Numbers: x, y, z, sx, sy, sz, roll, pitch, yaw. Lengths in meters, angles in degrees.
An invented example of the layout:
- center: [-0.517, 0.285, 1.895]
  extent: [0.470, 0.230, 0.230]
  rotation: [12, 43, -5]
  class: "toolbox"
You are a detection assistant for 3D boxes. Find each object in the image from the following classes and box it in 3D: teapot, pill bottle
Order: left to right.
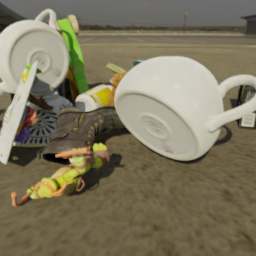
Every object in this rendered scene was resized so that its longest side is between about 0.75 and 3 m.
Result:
- center: [-2.960, -2.155, 8.327]
  extent: [2.270, 2.240, 1.658]
  rotation: [-26, 37, -32]
  class: "teapot"
- center: [-3.273, -1.255, 10.690]
  extent: [2.137, 1.195, 1.195]
  rotation: [-5, 21, -8]
  class: "pill bottle"
- center: [-1.066, -0.988, 9.987]
  extent: [0.882, 0.882, 1.614]
  rotation: [12, 30, 28]
  class: "pill bottle"
- center: [1.096, -0.636, 6.112]
  extent: [2.537, 2.504, 1.853]
  rotation: [37, 66, 6]
  class: "teapot"

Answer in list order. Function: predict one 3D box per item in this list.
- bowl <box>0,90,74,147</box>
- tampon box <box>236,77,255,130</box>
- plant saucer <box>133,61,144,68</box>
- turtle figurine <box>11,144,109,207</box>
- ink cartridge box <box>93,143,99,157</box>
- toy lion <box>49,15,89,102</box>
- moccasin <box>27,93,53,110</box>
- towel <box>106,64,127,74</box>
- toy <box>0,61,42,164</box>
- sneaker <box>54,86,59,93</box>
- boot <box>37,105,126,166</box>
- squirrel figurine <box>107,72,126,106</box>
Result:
- center: [-2.714, -0.490, 8.732]
  extent: [2.608, 1.224, 2.608]
  rotation: [-1, 21, 0]
  class: "bowl"
- center: [4.368, -0.874, 9.440]
  extent: [1.174, 1.394, 1.860]
  rotation: [6, 21, 14]
  class: "tampon box"
- center: [0.935, -2.123, 11.016]
  extent: [0.333, 1.732, 1.732]
  rotation: [-50, 38, -9]
  class: "plant saucer"
- center: [-1.022, 0.831, 5.195]
  extent: [2.144, 0.690, 1.729]
  rotation: [-40, -4, 29]
  class: "turtle figurine"
- center: [-1.024, 0.622, 7.116]
  extent: [0.390, 0.223, 0.750]
  rotation: [8, 22, 31]
  class: "ink cartridge box"
- center: [-2.138, -2.326, 10.807]
  extent: [0.998, 2.786, 2.907]
  rotation: [-20, -10, -18]
  class: "toy lion"
- center: [-2.459, -0.751, 7.774]
  extent: [0.827, 0.319, 0.303]
  rotation: [27, -6, -9]
  class: "moccasin"
- center: [-0.200, -1.848, 9.565]
  extent: [0.897, 0.220, 1.208]
  rotation: [29, 6, -37]
  class: "towel"
- center: [-2.545, -0.334, 6.833]
  extent: [0.568, 2.404, 1.384]
  rotation: [16, -8, -32]
  class: "toy"
- center: [-2.707, -1.480, 9.911]
  extent: [0.484, 1.116, 0.418]
  rotation: [13, -2, 32]
  class: "sneaker"
- center: [-0.968, 0.253, 7.095]
  extent: [2.277, 0.788, 1.982]
  rotation: [-2, 34, -3]
  class: "boot"
- center: [-0.138, -1.037, 8.843]
  extent: [1.127, 1.592, 1.486]
  rotation: [9, 50, -14]
  class: "squirrel figurine"
